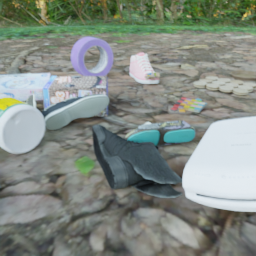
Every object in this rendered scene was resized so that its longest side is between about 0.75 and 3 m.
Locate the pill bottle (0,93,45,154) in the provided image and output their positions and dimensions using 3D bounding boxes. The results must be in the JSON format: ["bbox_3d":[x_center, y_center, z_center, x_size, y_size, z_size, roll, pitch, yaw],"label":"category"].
[{"bbox_3d":[-3.837,-0.273,8.584,2.570,1.449,1.449,22,33,37],"label":"pill bottle"}]

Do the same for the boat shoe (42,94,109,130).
[{"bbox_3d":[-1.860,-0.738,9.824,2.390,0.904,0.721,-20,45,-20],"label":"boat shoe"}]

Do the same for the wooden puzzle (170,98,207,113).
[{"bbox_3d":[2.569,-0.959,11.616,1.113,0.132,1.877,13,28,26],"label":"wooden puzzle"}]

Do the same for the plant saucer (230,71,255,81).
[{"bbox_3d":[6.615,-2.933,15.745,1.649,0.243,1.649,-1,25,0],"label":"plant saucer"}]

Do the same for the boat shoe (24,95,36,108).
[{"bbox_3d":[-3.928,-0.961,11.168,0.433,0.518,1.450,-3,28,-19],"label":"boat shoe"}]

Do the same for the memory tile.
[{"bbox_3d":[4.856,-2.127,14.035,2.691,0.226,2.063,18,30,35],"label":"memory tile"}]

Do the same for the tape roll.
[{"bbox_3d":[-1.963,-3.804,15.325,2.158,2.158,0.917,-15,28,-29],"label":"tape roll"}]

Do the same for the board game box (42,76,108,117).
[{"bbox_3d":[-1.988,-1.288,11.117,2.343,1.135,1.868,-1,25,-4],"label":"board game box"}]

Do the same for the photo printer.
[{"bbox_3d":[2.610,0.725,6.222,2.327,0.971,2.797,-5,24,37],"label":"photo printer"}]

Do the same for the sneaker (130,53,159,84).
[{"bbox_3d":[0.813,-3.262,15.133,0.995,1.382,2.643,-9,27,-22],"label":"sneaker"}]

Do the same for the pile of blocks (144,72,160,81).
[{"bbox_3d":[1.159,-2.579,14.022,0.899,0.279,0.369,-12,65,-25],"label":"pile of blocks"}]

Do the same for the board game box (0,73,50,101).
[{"bbox_3d":[-5.071,-1.930,13.141,2.735,0.596,2.748,-5,25,-11],"label":"board game box"}]

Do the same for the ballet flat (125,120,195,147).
[{"bbox_3d":[0.871,0.159,8.355,2.262,0.814,0.814,-5,25,-20],"label":"ballet flat"}]

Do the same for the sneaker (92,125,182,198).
[{"bbox_3d":[0.076,0.741,7.179,1.522,0.876,2.918,-8,31,-17],"label":"sneaker"}]
